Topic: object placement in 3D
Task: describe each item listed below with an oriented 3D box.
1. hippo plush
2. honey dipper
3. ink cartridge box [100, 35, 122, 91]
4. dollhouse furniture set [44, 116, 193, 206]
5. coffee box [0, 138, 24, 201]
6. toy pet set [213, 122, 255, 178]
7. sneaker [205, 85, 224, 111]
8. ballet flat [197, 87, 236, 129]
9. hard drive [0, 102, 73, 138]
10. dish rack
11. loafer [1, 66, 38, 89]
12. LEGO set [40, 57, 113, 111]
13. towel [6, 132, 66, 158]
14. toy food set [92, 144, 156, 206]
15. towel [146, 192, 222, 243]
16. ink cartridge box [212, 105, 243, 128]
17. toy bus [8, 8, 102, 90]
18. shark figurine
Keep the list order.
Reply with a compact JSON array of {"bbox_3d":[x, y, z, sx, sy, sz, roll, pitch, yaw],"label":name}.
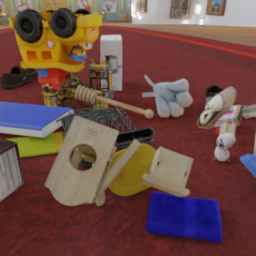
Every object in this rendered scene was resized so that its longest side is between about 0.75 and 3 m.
[{"bbox_3d":[1.496,-1.020,10.081,1.738,1.384,1.397,8,1,19],"label":"hippo plush"},{"bbox_3d":[-0.446,-0.798,9.436,2.685,0.510,0.510,18,26,1],"label":"honey dipper"},{"bbox_3d":[-0.764,-2.938,12.613,0.940,2.197,1.621,-2,25,-4],"label":"ink cartridge box"},{"bbox_3d":[-0.158,0.986,5.050,1.978,1.243,2.236,20,-15,2],"label":"dollhouse furniture set"},{"bbox_3d":[-3.514,1.139,5.189,1.533,1.082,2.712,10,27,21],"label":"coffee box"},{"bbox_3d":[3.422,0.763,6.240,2.867,1.522,2.677,7,-7,14],"label":"toy pet set"},{"bbox_3d":[3.322,-1.256,10.628,0.701,0.831,1.900,10,27,20],"label":"sneaker"},{"bbox_3d":[2.379,-0.485,7.725,0.537,1.597,0.544,-2,50,-19],"label":"ballet flat"},{"bbox_3d":[-3.502,-0.327,8.977,2.904,0.368,1.916,6,23,16],"label":"hard drive"},{"bbox_3d":[-0.762,-0.016,7.872,2.090,0.743,2.724,-10,35,-23],"label":"dish rack"},{"bbox_3d":[-5.129,-2.558,13.418,0.853,0.834,2.337,7,26,14],"label":"loafer"},{"bbox_3d":[-1.837,-1.766,10.691,2.931,1.698,2.254,9,26,18],"label":"LEGO set"},{"bbox_3d":[-2.335,0.431,7.744,2.449,0.221,1.054,-8,25,-16],"label":"towel"},{"bbox_3d":[-0.074,0.910,6.017,1.647,0.969,0.538,-16,8,-23],"label":"toy food set"},{"bbox_3d":[1.019,1.580,5.140,1.325,0.328,0.978,4,24,8],"label":"towel"},{"bbox_3d":[3.084,-0.359,8.762,0.841,0.316,0.693,-6,34,39],"label":"ink cartridge box"},{"bbox_3d":[-2.458,-2.809,10.149,2.953,2.835,2.004,3,20,16],"label":"toy bus"},{"bbox_3d":[4.560,-0.904,9.237,2.921,1.219,1.745,-7,-10,30],"label":"shark figurine"}]
